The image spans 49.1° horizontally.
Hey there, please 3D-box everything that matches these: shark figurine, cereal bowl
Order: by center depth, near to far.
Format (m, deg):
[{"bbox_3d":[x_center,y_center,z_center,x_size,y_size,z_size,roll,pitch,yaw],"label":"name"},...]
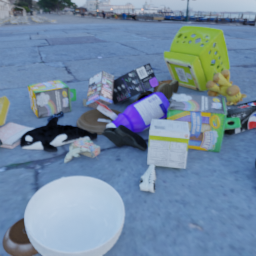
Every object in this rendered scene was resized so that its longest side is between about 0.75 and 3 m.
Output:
[{"bbox_3d":[-1.248,2.255,6.731,2.275,0.947,2.275,5,34,-3],"label":"cereal bowl"},{"bbox_3d":[-1.697,0.929,10.135,1.180,0.492,0.705,-7,61,2],"label":"shark figurine"}]

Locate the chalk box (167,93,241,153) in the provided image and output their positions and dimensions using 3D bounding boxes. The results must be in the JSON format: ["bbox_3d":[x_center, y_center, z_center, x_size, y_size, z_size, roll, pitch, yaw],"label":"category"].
[{"bbox_3d":[2.914,-0.210,10.926,2.687,1.663,1.672,8,30,12],"label":"chalk box"}]

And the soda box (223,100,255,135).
[{"bbox_3d":[5.097,-0.511,12.204,2.861,0.906,1.012,-14,19,-25],"label":"soda box"}]

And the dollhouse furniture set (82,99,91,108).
[{"bbox_3d":[-2.020,-1.418,14.738,0.645,0.369,0.757,15,31,26],"label":"dollhouse furniture set"}]

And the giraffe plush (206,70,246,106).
[{"bbox_3d":[5.256,-1.901,14.765,1.900,1.639,1.540,34,15,-44],"label":"giraffe plush"}]

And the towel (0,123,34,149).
[{"bbox_3d":[-4.855,0.280,11.537,1.532,0.258,1.604,10,28,19],"label":"towel"}]

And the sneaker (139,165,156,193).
[{"bbox_3d":[0.628,1.564,8.861,0.496,0.460,1.223,-6,23,13],"label":"sneaker"}]

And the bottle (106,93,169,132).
[{"bbox_3d":[0.442,-0.447,11.802,2.859,1.194,0.933,-30,-6,-22],"label":"bottle"}]

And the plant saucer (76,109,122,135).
[{"bbox_3d":[-1.170,-0.360,12.711,2.357,0.347,2.357,1,27,0],"label":"plant saucer"}]

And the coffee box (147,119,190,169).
[{"bbox_3d":[1.392,0.524,9.768,1.309,1.295,1.307,5,19,8],"label":"coffee box"}]

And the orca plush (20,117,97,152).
[{"bbox_3d":[-2.699,0.145,10.905,2.970,1.056,1.563,1,27,2],"label":"orca plush"}]

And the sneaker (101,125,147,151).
[{"bbox_3d":[-0.139,0.459,10.758,1.693,0.883,0.508,37,40,-9],"label":"sneaker"}]

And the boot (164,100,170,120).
[{"bbox_3d":[2.162,-1.067,13.447,1.791,0.902,2.396,21,34,36],"label":"boot"}]

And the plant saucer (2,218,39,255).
[{"bbox_3d":[-2.473,2.612,6.995,1.284,0.235,1.284,0,26,0],"label":"plant saucer"}]

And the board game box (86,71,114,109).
[{"bbox_3d":[-1.375,-1.829,13.762,0.723,1.493,1.190,19,-23,-37],"label":"board game box"}]

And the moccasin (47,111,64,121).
[{"bbox_3d":[-3.417,-0.558,13.101,0.350,0.297,0.870,24,38,30],"label":"moccasin"}]

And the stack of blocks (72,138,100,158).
[{"bbox_3d":[-1.565,0.747,10.562,1.023,0.299,0.589,15,31,27],"label":"stack of blocks"}]

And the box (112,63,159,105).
[{"bbox_3d":[0.173,-2.231,14.330,2.276,1.207,1.391,-18,10,44],"label":"box"}]

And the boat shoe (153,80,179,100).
[{"bbox_3d":[1.858,-2.034,15.368,0.991,1.049,2.915,12,19,26],"label":"boat shoe"}]

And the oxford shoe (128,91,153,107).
[{"bbox_3d":[0.858,-1.377,13.853,0.797,0.926,2.194,46,39,-4],"label":"oxford shoe"}]

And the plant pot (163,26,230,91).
[{"bbox_3d":[3.931,-3.984,16.644,2.892,2.906,2.637,26,68,44],"label":"plant pot"}]

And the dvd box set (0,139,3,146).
[{"bbox_3d":[-5.897,0.436,10.799,1.647,0.331,2.251,-29,37,-23],"label":"dvd box set"}]

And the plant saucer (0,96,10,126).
[{"bbox_3d":[-5.474,-0.639,12.055,0.324,1.336,1.337,17,-11,-35],"label":"plant saucer"}]

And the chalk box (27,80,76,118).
[{"bbox_3d":[-3.637,-1.498,13.840,2.157,1.342,1.335,-15,31,-29],"label":"chalk box"}]

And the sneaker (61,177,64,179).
[{"bbox_3d":[-2.144,1.917,8.015,0.731,0.574,1.472,-1,26,5],"label":"sneaker"}]

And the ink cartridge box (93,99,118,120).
[{"bbox_3d":[-1.003,-0.747,12.149,1.124,0.990,0.251,31,84,46],"label":"ink cartridge box"}]
